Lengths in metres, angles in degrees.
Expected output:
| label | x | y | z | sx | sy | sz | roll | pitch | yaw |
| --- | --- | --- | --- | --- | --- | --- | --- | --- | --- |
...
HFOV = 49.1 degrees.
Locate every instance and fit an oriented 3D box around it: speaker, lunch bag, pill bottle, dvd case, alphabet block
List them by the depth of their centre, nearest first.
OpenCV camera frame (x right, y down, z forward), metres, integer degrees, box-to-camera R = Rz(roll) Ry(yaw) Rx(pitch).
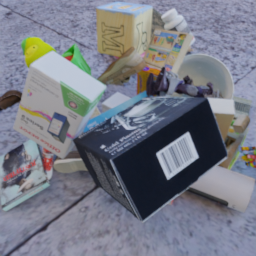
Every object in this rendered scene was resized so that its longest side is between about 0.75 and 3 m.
| label | x | y | z | sx | sy | sz | roll | pitch | yaw |
| --- | --- | --- | --- | --- | --- | --- | --- | --- | --- |
| speaker | 2.655 | 1.761 | 9.540 | 2.963 | 1.203 | 1.203 | 19 | 46 | 19 |
| dvd case | -3.829 | 1.552 | 10.051 | 1.742 | 0.263 | 2.387 | -30 | 49 | -2 |
| pill bottle | 1.802 | -3.606 | 10.270 | 0.757 | 1.368 | 0.757 | -31 | 25 | 16 |
| alphabet block | -0.129 | -3.662 | 10.450 | 1.594 | 1.624 | 1.586 | 19 | 37 | 24 |
| lunch bag | 1.224 | -4.048 | 12.048 | 1.234 | 1.485 | 1.771 | -46 | 62 | 1 |

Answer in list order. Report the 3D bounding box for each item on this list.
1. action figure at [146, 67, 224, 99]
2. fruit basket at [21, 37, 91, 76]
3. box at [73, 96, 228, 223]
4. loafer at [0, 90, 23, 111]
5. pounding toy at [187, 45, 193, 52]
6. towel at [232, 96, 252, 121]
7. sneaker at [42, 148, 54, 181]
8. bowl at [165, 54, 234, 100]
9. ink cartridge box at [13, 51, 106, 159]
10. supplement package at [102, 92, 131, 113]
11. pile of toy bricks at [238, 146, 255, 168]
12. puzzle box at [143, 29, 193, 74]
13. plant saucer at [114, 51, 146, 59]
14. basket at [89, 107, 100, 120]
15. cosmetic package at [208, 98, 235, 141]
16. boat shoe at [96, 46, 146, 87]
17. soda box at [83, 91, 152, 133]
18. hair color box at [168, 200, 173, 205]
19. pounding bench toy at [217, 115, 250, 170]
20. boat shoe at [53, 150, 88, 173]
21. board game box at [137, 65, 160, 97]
| label | x | y | z | sx | sy | sz | roll | pitch | yaw |
| --- | --- | --- | --- | --- | --- | --- | --- | --- | --- |
| action figure | 1.948 | -1.188 | 8.728 | 2.646 | 0.918 | 1.722 | 8 | 9 | -25 |
| fruit basket | -2.894 | -2.171 | 10.245 | 2.668 | 2.668 | 1.924 | -4 | 35 | -5 |
| box | 0.441 | 0.505 | 7.168 | 2.738 | 1.697 | 2.691 | -32 | 18 | -20 |
| loafer | -3.584 | -0.712 | 8.231 | 1.240 | 0.453 | 0.440 | -22 | 54 | 20 |
| pounding toy | 2.846 | -4.690 | 17.051 | 2.350 | 1.348 | 1.344 | -4 | 14 | -18 |
| towel | 4.796 | -0.971 | 13.260 | 1.891 | 0.327 | 1.820 | 18 | 42 | 21 |
| sneaker | -3.025 | 1.193 | 10.372 | 0.522 | 0.837 | 1.562 | 7 | 40 | -14 |
| bowl | 2.280 | -1.270 | 9.481 | 2.326 | 2.326 | 1.045 | 10 | 9 | 11 |
| ink cartridge box | -2.020 | -0.560 | 8.013 | 1.809 | 2.490 | 1.089 | 33 | 40 | -2 |
| supplement package | -0.271 | -0.803 | 12.630 | 1.451 | 0.804 | 1.130 | 28 | 50 | 26 |
| pile of toy bricks | 3.873 | 0.830 | 8.498 | 0.608 | 1.231 | 0.683 | -15 | 60 | 41 |
| puzzle box | 1.182 | -2.488 | 9.050 | 0.243 | 1.271 | 1.911 | 16 | 13 | -32 |
| plant saucer | 0.236 | -4.593 | 16.890 | 2.579 | 0.654 | 2.579 | -1 | 43 | 1 |
| basket | -1.864 | -0.453 | 11.714 | 1.438 | 0.887 | 0.975 | -28 | 86 | -7 |
| cosmetic package | 2.369 | -0.092 | 7.780 | 0.803 | 1.526 | 0.542 | 5 | 51 | 8 |
| boat shoe | -0.381 | -1.930 | 10.288 | 0.895 | 2.774 | 0.989 | 44 | 61 | -14 |
| soda box | -0.225 | -0.226 | 9.663 | 2.630 | 0.844 | 0.892 | -28 | 71 | -4 |
| hair color box | 0.767 | 1.941 | 9.544 | 1.673 | 0.928 | 0.535 | 15 | 44 | 16 |
| pounding bench toy | 3.130 | 0.255 | 10.221 | 1.949 | 2.499 | 1.553 | 28 | 49 | 26 |
| boat shoe | -1.525 | 1.186 | 10.447 | 2.428 | 0.872 | 0.723 | -3 | 46 | 5 |
| board game box | 1.821 | -2.014 | 12.949 | 2.143 | 2.145 | 2.143 | 21 | 47 | 22 |
